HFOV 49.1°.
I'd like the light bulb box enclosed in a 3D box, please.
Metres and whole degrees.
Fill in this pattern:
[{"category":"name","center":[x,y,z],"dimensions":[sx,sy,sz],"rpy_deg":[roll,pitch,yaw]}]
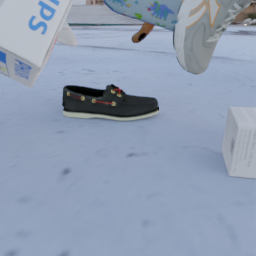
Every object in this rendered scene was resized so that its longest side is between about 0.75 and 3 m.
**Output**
[{"category":"light bulb box","center":[-2.425,-2.125,4.343],"dimensions":[2.853,1.780,2.828],"rpy_deg":[26,-6,-21]}]

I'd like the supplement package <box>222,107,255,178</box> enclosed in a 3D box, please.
[{"category":"supplement package","center":[2.697,0.281,5.093],"dimensions":[1.682,1.020,1.008],"rpy_deg":[4,24,9]}]

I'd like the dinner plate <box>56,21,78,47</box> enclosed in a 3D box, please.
[{"category":"dinner plate","center":[-2.232,-2.920,7.064],"dimensions":[2.389,0.290,2.389],"rpy_deg":[36,21,-16]}]

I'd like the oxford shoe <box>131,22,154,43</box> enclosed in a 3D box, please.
[{"category":"oxford shoe","center":[0.542,-2.930,8.500],"dimensions":[0.966,0.344,0.344],"rpy_deg":[-50,35,-4]}]

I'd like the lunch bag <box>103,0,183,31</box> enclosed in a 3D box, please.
[{"category":"lunch bag","center":[0.748,-3.363,6.270],"dimensions":[2.462,1.979,1.015],"rpy_deg":[17,61,-3]}]

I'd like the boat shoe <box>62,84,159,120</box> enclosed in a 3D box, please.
[{"category":"boat shoe","center":[-0.486,-0.736,7.696],"dimensions":[2.701,0.846,0.988],"rpy_deg":[3,22,4]}]

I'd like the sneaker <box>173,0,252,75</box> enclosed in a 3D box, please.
[{"category":"sneaker","center":[1.632,-2.164,4.951],"dimensions":[1.245,2.706,1.024],"rpy_deg":[26,40,31]}]
